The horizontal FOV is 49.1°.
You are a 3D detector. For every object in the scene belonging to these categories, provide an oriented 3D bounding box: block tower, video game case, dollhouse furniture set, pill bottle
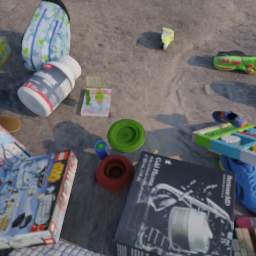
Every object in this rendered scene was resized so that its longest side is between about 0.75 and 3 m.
[{"bbox_3d":[3.571,2.693,6.120,2.810,0.812,0.759,0,50,-1],"label":"block tower"},{"bbox_3d":[-1.079,-0.892,9.629,0.900,0.110,1.259,2,50,2],"label":"video game case"},{"bbox_3d":[-1.108,-1.261,9.328,0.617,0.473,0.942,-1,56,-7],"label":"dollhouse furniture set"},{"bbox_3d":[-2.494,-1.454,9.195,1.191,1.191,1.992,24,60,19],"label":"pill bottle"}]

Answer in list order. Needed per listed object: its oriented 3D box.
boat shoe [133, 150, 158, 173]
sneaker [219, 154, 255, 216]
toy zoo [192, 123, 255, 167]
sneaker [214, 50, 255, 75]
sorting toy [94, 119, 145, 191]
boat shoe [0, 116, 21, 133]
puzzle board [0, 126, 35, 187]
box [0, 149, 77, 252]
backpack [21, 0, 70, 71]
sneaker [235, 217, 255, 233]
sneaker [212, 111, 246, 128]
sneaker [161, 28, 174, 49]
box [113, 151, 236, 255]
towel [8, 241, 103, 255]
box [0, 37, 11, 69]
[{"bbox_3d":[0.414,0.921,7.677,0.979,0.359,0.307,-45,79,-1],"label":"boat shoe"},{"bbox_3d":[3.094,1.328,7.288,0.680,0.809,2.064,-13,52,-14],"label":"sneaker"},{"bbox_3d":[3.392,0.433,7.185,1.957,0.305,2.982,-13,21,-31],"label":"toy zoo"},{"bbox_3d":[4.363,-2.602,10.648,2.087,0.801,0.874,12,54,8],"label":"sneaker"},{"bbox_3d":[-0.274,0.779,7.673,1.232,0.841,2.050,13,61,12],"label":"sorting toy"},{"bbox_3d":[-4.058,-0.029,8.561,1.515,0.475,0.555,-4,75,-15],"label":"boat shoe"},{"bbox_3d":[-3.738,0.841,7.666,2.231,0.194,1.681,39,58,8],"label":"puzzle board"},{"bbox_3d":[-2.190,1.561,6.419,1.657,0.483,2.421,-12,34,10],"label":"box"},{"bbox_3d":[-3.017,-3.234,10.474,1.954,2.073,2.541,27,59,4],"label":"backpack"},{"bbox_3d":[3.180,2.276,6.650,1.185,0.514,0.437,6,50,6],"label":"sneaker"},{"bbox_3d":[2.921,-0.341,8.229,1.082,0.424,0.407,20,71,51],"label":"sneaker"},{"bbox_3d":[1.659,-3.830,11.882,0.526,0.519,1.377,7,51,6],"label":"sneaker"},{"bbox_3d":[1.058,2.008,6.309,2.242,1.413,2.281,13,51,10],"label":"box"},{"bbox_3d":[-1.757,3.269,4.972,2.118,1.095,2.558,5,27,24],"label":"towel"},{"bbox_3d":[-5.474,-2.989,11.007,1.206,0.736,1.162,3,49,4],"label":"box"}]
